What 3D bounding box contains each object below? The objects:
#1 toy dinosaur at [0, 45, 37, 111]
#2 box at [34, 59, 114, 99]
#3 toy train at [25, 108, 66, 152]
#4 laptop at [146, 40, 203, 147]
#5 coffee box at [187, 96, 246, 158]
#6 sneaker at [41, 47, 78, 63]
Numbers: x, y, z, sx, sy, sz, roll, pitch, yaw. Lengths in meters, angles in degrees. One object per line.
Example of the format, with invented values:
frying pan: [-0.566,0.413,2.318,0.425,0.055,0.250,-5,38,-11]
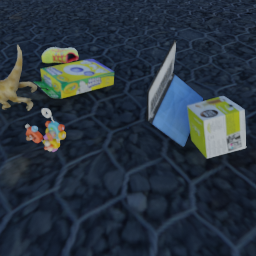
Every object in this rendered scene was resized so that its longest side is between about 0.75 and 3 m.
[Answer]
toy dinosaur: [-3.487,-1.131,8.296,1.442,2.852,0.830,20,51,-46]
box: [-1.930,-1.789,9.975,2.510,0.607,1.473,-24,44,-34]
toy train: [-2.180,0.156,7.138,1.054,1.403,0.390,44,46,-5]
laptop: [1.333,-0.857,7.383,1.130,1.950,1.826,20,62,15]
coffee box: [2.261,-0.044,7.268,1.077,1.089,1.087,-15,26,-4]
sneaker: [-2.815,-2.991,11.728,1.589,0.621,0.717,-17,44,-22]
